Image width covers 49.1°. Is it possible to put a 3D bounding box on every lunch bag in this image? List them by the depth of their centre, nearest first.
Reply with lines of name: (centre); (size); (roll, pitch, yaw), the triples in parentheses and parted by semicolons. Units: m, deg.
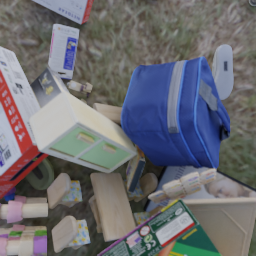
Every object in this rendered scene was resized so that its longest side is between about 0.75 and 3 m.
lunch bag: (1.223, -0.156, 6.009); (1.694, 2.561, 1.740); (0, 62, 31)

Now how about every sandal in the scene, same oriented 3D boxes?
sandal: (-2.666, 0.561, 6.812); (0.895, 0.643, 2.254); (-45, 83, 16)

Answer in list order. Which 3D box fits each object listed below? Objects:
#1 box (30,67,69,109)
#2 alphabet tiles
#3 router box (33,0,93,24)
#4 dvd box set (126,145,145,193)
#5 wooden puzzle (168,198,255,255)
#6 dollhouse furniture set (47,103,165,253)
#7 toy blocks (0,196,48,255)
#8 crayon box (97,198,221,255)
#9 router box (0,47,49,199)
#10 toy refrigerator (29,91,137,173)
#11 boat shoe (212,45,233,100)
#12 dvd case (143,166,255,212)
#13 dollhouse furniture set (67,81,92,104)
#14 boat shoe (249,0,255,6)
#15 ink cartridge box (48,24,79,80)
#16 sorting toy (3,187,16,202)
box: (-1.970, -0.386, 6.683); (1.400, 0.427, 1.768); (-41, 57, 11)
alphabet tiles: (1.181, 1.288, 5.956); (1.468, 1.500, 0.110); (-24, 62, 5)
router box: (-1.709, -3.861, 7.287); (1.781, 1.598, 0.435); (26, 38, 2)
dvd box set: (0.158, 0.883, 6.397); (0.158, 1.076, 0.788); (17, 104, -7)
wooden puzzle: (1.745, 2.279, 6.113); (1.887, 0.380, 2.040); (-1, 117, -3)
dollhouse furniture set: (-0.334, 0.993, 5.884); (2.284, 1.618, 2.487); (7, 51, -36)
toy blocks: (-2.519, 2.430, 5.800); (1.597, 1.773, 1.897); (2, 81, -17)
crayon box: (0.530, 3.126, 5.403); (2.858, 0.833, 2.466); (-35, 116, 0)
router box: (-3.064, -0.009, 6.219); (2.476, 0.674, 2.759); (-40, 67, 20)
toy refrigerator: (-0.685, 0.220, 5.109); (0.798, 2.103, 0.736); (-35, 60, 12)
boat shoe: (2.429, -1.447, 7.337); (0.500, 0.456, 1.389); (-5, 100, -1)
dvd case: (1.834, 1.804, 6.929); (2.432, 0.213, 1.735); (27, 81, 5)
dollhouse furniture set: (-1.352, -0.760, 7.123); (0.625, 0.698, 0.880); (20, 89, -10)
boat shoe: (3.996, -3.892, 7.891); (1.247, 0.355, 0.417); (-29, 81, -5)
ink cartridge box: (-1.702, -1.973, 7.329); (0.628, 0.246, 1.327); (3, 103, -35)
sorting toy: (-3.658, 1.940, 6.802); (2.028, 0.703, 0.698); (-15, 104, -1)
